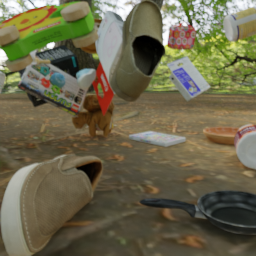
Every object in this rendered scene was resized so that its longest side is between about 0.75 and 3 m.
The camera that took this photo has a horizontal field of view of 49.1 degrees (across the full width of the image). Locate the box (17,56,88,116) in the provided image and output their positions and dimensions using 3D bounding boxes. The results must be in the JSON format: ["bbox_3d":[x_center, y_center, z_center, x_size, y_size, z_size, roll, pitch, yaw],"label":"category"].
[{"bbox_3d":[-2.599,-1.460,9.960,2.235,1.230,0.388,28,-19,-29],"label":"box"}]

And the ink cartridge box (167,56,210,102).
[{"bbox_3d":[2.126,-1.796,10.106,1.463,1.477,0.320,-29,-8,-43],"label":"ink cartridge box"}]

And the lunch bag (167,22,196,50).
[{"bbox_3d":[2.164,-3.717,11.308,1.212,1.067,0.497,-8,23,-30],"label":"lunch bag"}]

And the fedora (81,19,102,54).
[{"bbox_3d":[-1.420,-3.758,11.959,2.183,0.890,2.183,-2,-12,0],"label":"fedora"}]

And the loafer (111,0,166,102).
[{"bbox_3d":[0.337,-1.572,5.316,0.877,2.305,0.777,24,-26,-29],"label":"loafer"}]

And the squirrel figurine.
[{"bbox_3d":[-1.498,-0.568,11.787,1.670,1.789,1.266,10,16,3],"label":"squirrel figurine"}]

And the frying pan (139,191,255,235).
[{"bbox_3d":[1.457,1.440,4.634,2.247,0.366,1.359,-5,10,-17],"label":"frying pan"}]

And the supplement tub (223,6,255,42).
[{"bbox_3d":[3.873,-3.428,9.195,1.218,0.886,0.886,-18,9,4],"label":"supplement tub"}]

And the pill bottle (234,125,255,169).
[{"bbox_3d":[3.641,0.465,8.152,1.018,1.018,1.784,3,11,17],"label":"pill bottle"}]

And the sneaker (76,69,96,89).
[{"bbox_3d":[-1.545,-1.663,9.506,0.558,0.504,1.363,4,24,11],"label":"sneaker"}]

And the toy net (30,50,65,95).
[{"bbox_3d":[-2.828,-1.845,9.009,0.351,1.817,0.953,-22,35,46],"label":"toy net"}]

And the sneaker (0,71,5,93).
[{"bbox_3d":[-4.234,-1.152,8.929,0.584,1.347,0.505,25,0,35],"label":"sneaker"}]

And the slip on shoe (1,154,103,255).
[{"bbox_3d":[-1.072,1.059,4.734,0.900,1.130,2.972,-9,2,5],"label":"slip on shoe"}]

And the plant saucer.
[{"bbox_3d":[3.948,0.303,10.946,1.981,0.371,1.981,0,11,0],"label":"plant saucer"}]

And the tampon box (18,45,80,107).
[{"bbox_3d":[-3.129,-2.096,11.171,2.122,1.591,1.340,-23,43,-22],"label":"tampon box"}]

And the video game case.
[{"bbox_3d":[1.118,0.410,10.927,1.296,0.163,1.810,-10,14,-44],"label":"video game case"}]

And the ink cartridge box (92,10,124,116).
[{"bbox_3d":[-0.817,-2.318,10.039,0.848,2.973,2.416,14,35,-31],"label":"ink cartridge box"}]

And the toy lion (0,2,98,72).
[{"bbox_3d":[-1.960,-2.283,6.272,2.349,0.807,2.252,-19,39,1],"label":"toy lion"}]

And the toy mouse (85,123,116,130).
[{"bbox_3d":[-1.425,-0.130,13.530,1.390,0.303,1.564,2,10,11],"label":"toy mouse"}]
